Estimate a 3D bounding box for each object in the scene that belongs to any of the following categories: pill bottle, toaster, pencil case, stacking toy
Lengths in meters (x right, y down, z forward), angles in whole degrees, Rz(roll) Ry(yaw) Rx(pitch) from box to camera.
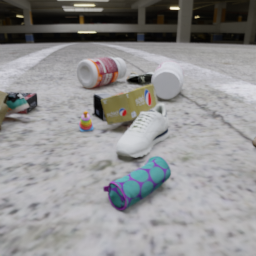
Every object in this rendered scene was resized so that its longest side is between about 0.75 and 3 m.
[{"bbox_3d":[1.924,-2.327,13.570,1.509,1.509,2.662,4,21,10],"label":"pill bottle"},{"bbox_3d":[-0.930,-0.804,10.523,0.578,0.881,0.974,-13,26,-31],"label":"toaster"},{"bbox_3d":[0.228,1.111,5.806,1.413,0.601,0.653,-23,44,-39],"label":"pencil case"},{"bbox_3d":[-1.402,-3.169,15.675,1.503,1.503,2.743,16,26,36],"label":"pill bottle"},{"bbox_3d":[-1.386,-0.281,9.127,0.470,0.809,0.444,-9,55,-12],"label":"stacking toy"}]

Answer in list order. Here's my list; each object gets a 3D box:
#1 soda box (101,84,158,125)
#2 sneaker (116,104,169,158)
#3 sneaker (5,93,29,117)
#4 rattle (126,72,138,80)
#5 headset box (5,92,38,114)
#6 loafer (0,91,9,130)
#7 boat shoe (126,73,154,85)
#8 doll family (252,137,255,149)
[{"bbox_3d":[0.164,-0.911,10.109,0.947,0.895,2.796,-11,9,26],"label":"soda box"},{"bbox_3d":[0.421,0.053,8.130,0.953,1.004,2.494,13,26,26],"label":"sneaker"},{"bbox_3d":[-4.377,-0.796,10.203,1.684,0.673,0.601,-17,13,23],"label":"sneaker"},{"bbox_3d":[0.446,-2.982,16.934,0.898,0.585,0.641,30,39,12],"label":"rattle"},{"bbox_3d":[-4.532,-1.040,11.471,1.558,0.602,1.160,3,23,3],"label":"headset box"},{"bbox_3d":[-4.288,-0.602,9.392,0.496,1.471,0.559,-1,-12,-13],"label":"loafer"},{"bbox_3d":[0.795,-2.729,15.910,1.834,0.648,0.584,0,24,25],"label":"boat shoe"},{"bbox_3d":[3.383,0.702,5.730,0.952,1.312,2.114,6,49,-10],"label":"doll family"}]
